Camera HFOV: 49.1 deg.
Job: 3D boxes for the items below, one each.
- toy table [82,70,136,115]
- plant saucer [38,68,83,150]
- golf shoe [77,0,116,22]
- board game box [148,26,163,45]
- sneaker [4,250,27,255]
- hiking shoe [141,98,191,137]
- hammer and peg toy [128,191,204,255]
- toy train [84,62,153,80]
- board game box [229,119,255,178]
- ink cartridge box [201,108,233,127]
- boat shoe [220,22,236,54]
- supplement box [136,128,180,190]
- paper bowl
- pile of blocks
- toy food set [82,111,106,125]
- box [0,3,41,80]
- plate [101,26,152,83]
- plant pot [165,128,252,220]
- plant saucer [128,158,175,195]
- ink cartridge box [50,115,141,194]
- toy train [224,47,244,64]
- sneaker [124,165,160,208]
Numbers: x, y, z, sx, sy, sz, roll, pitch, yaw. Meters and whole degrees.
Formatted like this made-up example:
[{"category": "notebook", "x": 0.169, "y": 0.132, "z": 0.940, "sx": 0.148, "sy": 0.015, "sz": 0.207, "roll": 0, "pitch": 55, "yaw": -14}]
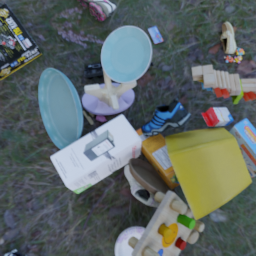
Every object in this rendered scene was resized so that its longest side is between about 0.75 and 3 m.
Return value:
[{"category": "toy table", "x": -0.736, "y": -1.341, "z": 10.860, "sx": 2.100, "sy": 1.230, "sz": 1.930, "roll": -22, "pitch": 71, "yaw": -14}, {"category": "plant saucer", "x": -2.415, "y": -0.649, "z": 10.051, "sx": 0.409, "sy": 2.984, "sz": 2.984, "roll": -16, "pitch": 73, "yaw": -38}, {"category": "golf shoe", "x": -1.625, "y": -5.867, "z": 12.476, "sx": 2.440, "sy": 0.886, "sz": 1.124, "roll": 46, "pitch": 75, "yaw": 2}, {"category": "board game box", "x": 1.200, "y": -4.087, "z": 12.367, "sx": 0.406, "sy": 0.077, "sz": 0.789, "roll": -22, "pitch": 76, "yaw": -4}, {"category": "sneaker", "x": -3.790, "y": 4.913, "z": 9.677, "sx": 0.953, "sy": 0.585, "sz": 1.465, "roll": -40, "pitch": 68, "yaw": -1}, {"category": "hiking shoe", "x": 1.137, "y": -0.355, "z": 9.474, "sx": 0.900, "sy": 2.076, "sz": 0.772, "roll": 57, "pitch": 45, "yaw": -10}, {"category": "hammer and peg toy", "x": 1.377, "y": 3.452, "z": 8.538, "sx": 1.039, "sy": 2.947, "sz": 2.167, "roll": 18, "pitch": 66, "yaw": 45}, {"category": "toy train", "x": -0.401, "y": -2.572, "z": 11.775, "sx": 2.914, "sy": 0.497, "sz": 0.667, "roll": -8, "pitch": 63, "yaw": -1}, {"category": "board game box", "x": 3.911, "y": 0.705, "z": 9.058, "sx": 0.471, "sy": 1.649, "sz": 1.684, "roll": -32, "pitch": 74, "yaw": -3}, {"category": "ink cartridge box", "x": 2.964, "y": -0.364, "z": 9.300, "sx": 0.950, "sy": 0.319, "sz": 0.552, "roll": -4, "pitch": 59, "yaw": -31}, {"category": "boat shoe", "x": 4.245, "y": -3.883, "z": 12.071, "sx": 0.486, "sy": 0.542, "sz": 1.463, "roll": -7, "pitch": 75, "yaw": -8}, {"category": "supplement box", "x": 1.122, "y": 0.922, "z": 9.900, "sx": 0.893, "sy": 0.864, "sz": 2.596, "roll": -29, "pitch": 39, "yaw": -5}, {"category": "paper bowl", "x": 0.301, "y": 4.242, "z": 9.728, "sx": 1.538, "sy": 0.800, "sz": 1.538, "roll": 1, "pitch": 76, "yaw": -4}, {"category": "pile of blocks", "x": 3.357, "y": -1.299, "z": 9.759, "sx": 2.875, "sy": 1.180, "sz": 0.893, "roll": 10, "pitch": 64, "yaw": -21}, {"category": "toy food set", "x": -1.041, "y": -0.727, "z": 11.403, "sx": 1.525, "sy": 0.240, "sz": 0.969, "roll": -32, "pitch": 77, "yaw": -16}, {"category": "box", "x": -5.380, "y": -3.696, "z": 11.966, "sx": 2.175, "sy": 0.672, "sz": 2.724, "roll": -36, "pitch": 78, "yaw": -11}, {"category": "plate", "x": -0.056, "y": -2.604, "z": 10.055, "sx": 2.016, "sy": 0.258, "sz": 2.016, "roll": 1, "pitch": 91, "yaw": 26}, {"category": "plant pot", "x": 2.539, "y": 1.159, "z": 8.949, "sx": 1.974, "sy": 2.239, "sz": 2.238, "roll": -22, "pitch": 98, "yaw": 10}, {"category": "plant saucer", "x": 0.737, "y": 1.672, "z": 9.356, "sx": 1.847, "sy": 1.847, "sz": 0.272, "roll": 37, "pitch": 104, "yaw": 9}, {"category": "ink cartridge box", "x": -1.019, "y": 1.002, "z": 9.910, "sx": 2.800, "sy": 2.037, "sz": 1.176, "roll": -31, "pitch": 72, "yaw": -10}, {"category": "toy train", "x": 4.593, "y": -3.145, "z": 12.022, "sx": 0.688, "sy": 0.255, "sz": 0.915, "roll": 29, "pitch": 78, "yaw": 7}, {"category": "sneaker", "x": 0.438, "y": 1.943, "z": 9.904, "sx": 2.186, "sy": 1.089, "sz": 0.819, "roll": 40, "pitch": 109, "yaw": 43}]
